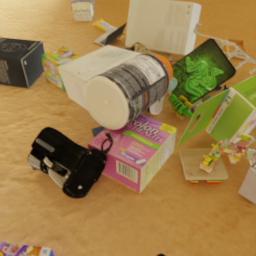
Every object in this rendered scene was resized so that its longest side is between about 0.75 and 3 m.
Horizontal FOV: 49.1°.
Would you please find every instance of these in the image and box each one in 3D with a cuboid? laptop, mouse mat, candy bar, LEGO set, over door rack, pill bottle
[{"bbox_3d":[-0.861,-4.406,12.954,1.327,0.769,1.243,33,64,34],"label":"laptop"},{"bbox_3d":[2.254,-1.862,9.488,2.218,0.104,2.756,-35,34,23],"label":"mouse mat"},{"bbox_3d":[-0.946,-5.035,14.262,0.630,0.280,2.527,-34,48,-17],"label":"candy bar"},{"bbox_3d":[2.493,0.536,6.800,1.782,0.663,0.820,-1,55,-25],"label":"LEGO set"},{"bbox_3d":[3.479,-2.825,10.326,1.679,0.757,2.273,18,26,-40],"label":"over door rack"},{"bbox_3d":[0.183,-1.102,7.352,1.383,1.383,2.603,24,40,27],"label":"pill bottle"}]

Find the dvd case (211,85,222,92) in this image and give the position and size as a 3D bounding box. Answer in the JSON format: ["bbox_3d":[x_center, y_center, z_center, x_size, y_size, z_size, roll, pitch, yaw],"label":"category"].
[{"bbox_3d":[2.436,-1.856,10.479,1.382,0.227,1.839,-9,39,-11],"label":"dvd case"}]

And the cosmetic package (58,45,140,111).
[{"bbox_3d":[-0.788,-1.600,8.931,2.036,1.256,2.042,-31,35,-23],"label":"cosmetic package"}]

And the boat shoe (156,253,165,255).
[{"bbox_3d":[0.513,2.722,4.795,0.436,0.363,1.168,8,41,7],"label":"boat shoe"}]

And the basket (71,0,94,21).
[{"bbox_3d":[-2.563,-6.709,15.622,1.334,1.053,1.513,-1,70,-2],"label":"basket"}]

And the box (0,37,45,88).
[{"bbox_3d":[-4.440,-2.497,10.492,2.183,1.169,1.620,9,41,10],"label":"box"}]

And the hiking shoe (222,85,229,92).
[{"bbox_3d":[3.344,-0.666,8.663,0.586,0.682,1.574,-17,42,-20],"label":"hiking shoe"}]

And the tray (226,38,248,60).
[{"bbox_3d":[4.825,-3.527,12.487,0.783,0.294,1.587,9,41,8],"label":"tray"}]

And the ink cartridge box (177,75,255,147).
[{"bbox_3d":[2.531,-0.173,7.186,2.295,1.696,0.869,-27,62,-28],"label":"ink cartridge box"}]

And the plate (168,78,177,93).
[{"bbox_3d":[1.384,-1.482,9.938,0.765,0.098,0.765,-18,49,21],"label":"plate"}]

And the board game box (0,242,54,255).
[{"bbox_3d":[-2.178,2.915,4.480,1.364,0.454,2.029,4,40,5],"label":"board game box"}]

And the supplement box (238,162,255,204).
[{"bbox_3d":[3.208,0.985,6.469,1.506,0.820,0.459,-27,47,-36],"label":"supplement box"}]

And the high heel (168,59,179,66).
[{"bbox_3d":[1.959,-2.448,10.769,0.665,0.333,0.933,-19,27,-25],"label":"high heel"}]

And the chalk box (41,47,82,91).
[{"bbox_3d":[-2.205,-2.081,10.122,1.656,1.025,1.030,31,49,33],"label":"chalk box"}]

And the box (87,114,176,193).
[{"bbox_3d":[0.133,0.503,7.114,1.528,0.840,1.737,24,44,26],"label":"box"}]

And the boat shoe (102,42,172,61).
[{"bbox_3d":[0.395,-2.788,10.943,2.988,0.970,1.078,-5,38,-14],"label":"boat shoe"}]

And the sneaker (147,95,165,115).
[{"bbox_3d":[0.626,-1.039,9.236,1.050,0.686,1.877,5,36,18],"label":"sneaker"}]

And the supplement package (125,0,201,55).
[{"bbox_3d":[1.479,-4.287,11.741,2.552,1.937,1.922,14,24,18],"label":"supplement package"}]

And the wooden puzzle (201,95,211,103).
[{"bbox_3d":[2.640,-0.953,9.507,0.477,0.057,0.805,-15,40,-17],"label":"wooden puzzle"}]

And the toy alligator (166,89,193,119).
[{"bbox_3d":[1.476,-0.810,8.716,0.473,0.517,1.745,23,23,-36],"label":"toy alligator"}]

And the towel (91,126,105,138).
[{"bbox_3d":[-0.603,0.117,8.095,0.845,0.205,0.472,-14,42,-18],"label":"towel"}]

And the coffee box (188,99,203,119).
[{"bbox_3d":[2.146,-0.648,8.923,0.475,0.331,0.831,1,39,1],"label":"coffee box"}]

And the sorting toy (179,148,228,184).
[{"bbox_3d":[1.818,0.966,6.946,0.981,0.341,0.975,-1,39,-1],"label":"sorting toy"}]

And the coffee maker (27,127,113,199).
[{"bbox_3d":[-1.359,0.637,6.586,1.615,1.087,1.551,26,57,36],"label":"coffee maker"}]
